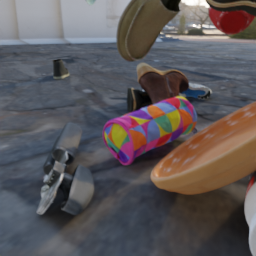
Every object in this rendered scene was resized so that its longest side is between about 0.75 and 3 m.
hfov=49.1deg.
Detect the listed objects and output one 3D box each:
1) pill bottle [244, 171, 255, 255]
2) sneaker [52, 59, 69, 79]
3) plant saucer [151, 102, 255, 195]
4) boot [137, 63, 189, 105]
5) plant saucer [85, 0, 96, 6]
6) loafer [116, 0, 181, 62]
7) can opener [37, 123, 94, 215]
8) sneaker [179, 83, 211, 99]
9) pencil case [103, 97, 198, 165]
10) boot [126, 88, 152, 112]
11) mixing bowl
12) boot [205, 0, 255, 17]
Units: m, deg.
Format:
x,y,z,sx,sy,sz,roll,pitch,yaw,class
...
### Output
x,y,z,sx,sy,sz,roll,pitch,yaw,class
2.014,0.843,3.384,1.088,1.088,1.878,10,23,25,pill bottle
-3.257,-2.954,13.668,0.616,0.875,1.647,-1,21,-2,sneaker
1.483,0.273,4.259,2.467,0.462,2.467,-33,1,0,plant saucer
1.318,-1.062,8.724,2.263,0.819,1.882,12,43,-34,boot
-1.114,-4.213,7.921,0.263,1.367,1.367,12,23,9,plant saucer
0.575,-2.658,6.326,0.992,2.608,0.879,8,28,-38,loafer
-1.000,0.658,4.863,0.812,0.647,2.427,30,16,-13,can opener
2.312,-1.365,10.134,1.469,0.551,0.637,20,21,24,sneaker
0.533,0.014,5.868,2.233,0.987,0.987,-18,28,-41,pencil case
0.571,-0.915,8.730,1.194,0.669,1.726,4,22,-3,boot
4.129,-4.458,11.062,1.949,1.949,1.056,6,51,15,mixing bowl
2.489,-3.568,6.072,1.029,1.838,2.657,-34,35,-7,boot
